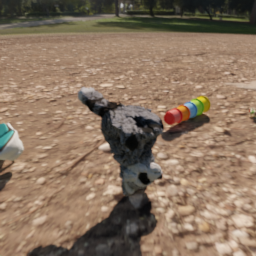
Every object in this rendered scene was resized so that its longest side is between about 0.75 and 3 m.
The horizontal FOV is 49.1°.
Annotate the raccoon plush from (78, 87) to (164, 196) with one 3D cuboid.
[{"bbox_3d":[-0.184,0.300,6.728,1.276,1.767,2.638,-16,43,-34],"label":"raccoon plush"}]

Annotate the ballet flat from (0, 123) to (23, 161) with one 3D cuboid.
[{"bbox_3d":[-3.250,0.452,7.683,0.826,0.826,2.379,-11,18,-23],"label":"ballet flat"}]

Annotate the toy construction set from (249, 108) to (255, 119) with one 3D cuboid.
[{"bbox_3d":[5.166,-0.579,10.781,1.030,0.475,0.675,6,47,32],"label":"toy construction set"}]

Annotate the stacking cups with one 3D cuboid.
[{"bbox_3d":[2.252,-0.616,10.517,0.720,0.720,2.380,19,29,37],"label":"stacking cups"}]
